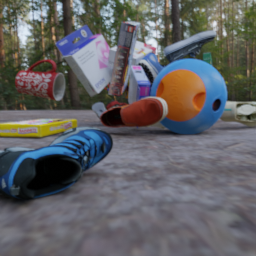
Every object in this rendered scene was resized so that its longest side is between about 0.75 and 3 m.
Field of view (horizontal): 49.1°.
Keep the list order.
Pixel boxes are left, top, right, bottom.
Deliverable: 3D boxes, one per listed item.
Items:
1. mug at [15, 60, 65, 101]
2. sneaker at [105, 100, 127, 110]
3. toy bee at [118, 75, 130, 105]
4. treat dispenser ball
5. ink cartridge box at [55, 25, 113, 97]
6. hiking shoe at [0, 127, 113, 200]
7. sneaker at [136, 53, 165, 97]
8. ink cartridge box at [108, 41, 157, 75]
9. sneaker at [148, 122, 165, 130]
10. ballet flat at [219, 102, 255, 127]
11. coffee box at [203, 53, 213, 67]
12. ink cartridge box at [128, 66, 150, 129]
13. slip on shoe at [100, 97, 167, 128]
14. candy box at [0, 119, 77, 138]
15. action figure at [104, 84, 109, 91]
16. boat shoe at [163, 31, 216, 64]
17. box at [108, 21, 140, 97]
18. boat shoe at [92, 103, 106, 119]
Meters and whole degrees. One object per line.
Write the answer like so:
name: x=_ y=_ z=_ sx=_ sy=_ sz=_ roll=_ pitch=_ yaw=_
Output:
mug: x=-3.510 y=-1.919 z=11.324 sx=1.679 sy=1.490 sz=1.120 roll=8 pitch=-11 yaw=9
sneaker: x=-0.324 y=-0.698 z=11.894 sx=0.571 sy=0.790 sz=1.617 roll=-39 pitch=-16 yaw=19
toy bee: x=0.230 y=-1.736 z=12.150 sx=1.474 sy=2.252 sz=1.224 roll=-14 pitch=35 yaw=-6
treat dispenser ball: x=1.701 y=-0.873 z=8.008 sx=2.129 sy=2.129 sz=2.129 roll=0 pitch=5 yaw=0
ink cartridge box: x=-1.358 y=-2.634 z=10.531 sx=0.484 sy=2.233 sz=2.192 roll=-16 pitch=26 yaw=37
hiking shoe: x=-0.595 y=0.369 z=2.771 sx=0.639 sy=0.548 sz=1.473 roll=12 pitch=21 yaw=37
sneaker: x=1.151 y=-1.803 z=10.430 sx=0.904 sy=1.026 sz=2.302 roll=16 pitch=-30 yaw=38
ink cartridge box: x=0.177 y=-2.739 z=10.749 sx=1.193 sy=0.686 sz=1.644 roll=25 pitch=39 yaw=21
sneaker: x=0.991 y=-0.091 z=8.932 sx=0.852 sy=0.361 sz=0.310 roll=-13 pitch=2 yaw=-3
ballet flat: x=4.135 y=-0.524 z=9.660 sx=2.616 sy=0.909 sz=0.909 roll=-2 pitch=5 yaw=-36
coffee box: x=3.281 y=-2.176 z=11.465 sx=0.336 sy=1.530 sz=0.941 roll=-3 pitch=-27 yaw=22
ink cartridge box: x=0.337 y=-1.030 z=8.865 sx=0.460 sy=1.309 sz=2.193 roll=1 pitch=28 yaw=-5
slip on shoe: x=0.098 y=-0.332 z=7.306 sx=2.028 sy=0.751 sz=0.621 roll=-7 pitch=9 yaw=36
candy box: x=-2.593 y=-0.029 z=8.161 sx=1.407 sy=0.364 sz=2.753 roll=-2 pitch=4 yaw=8
action figure: x=-0.701 y=-1.815 z=12.361 sx=0.374 sy=0.567 sz=1.146 roll=-36 pitch=42 yaw=-22
boat shoe: x=2.075 y=-2.606 z=9.211 sx=1.808 sy=0.641 sz=0.652 roll=-22 pitch=1 yaw=3
box: x=-0.110 y=-1.977 z=7.927 sx=0.388 sy=1.944 sz=1.331 roll=14 pitch=23 yaw=2
boat shoe: x=-1.057 y=-0.561 z=11.160 sx=0.509 sy=0.420 sz=1.483 roll=-24 pitch=33 yaw=-10
